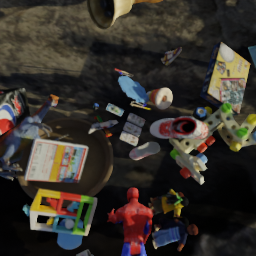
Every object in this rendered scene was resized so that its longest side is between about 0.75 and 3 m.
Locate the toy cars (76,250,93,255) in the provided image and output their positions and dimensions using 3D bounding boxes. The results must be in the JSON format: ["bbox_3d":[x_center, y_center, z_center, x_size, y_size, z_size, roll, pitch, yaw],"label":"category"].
[{"bbox_3d":[-1.105,3.766,6.313,0.835,0.412,1.862,8,80,29],"label":"toy cars"}]

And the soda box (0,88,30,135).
[{"bbox_3d":[-3.574,-0.330,7.051,1.049,2.965,0.939,-3,106,5],"label":"soda box"}]

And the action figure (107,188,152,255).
[{"bbox_3d":[0.045,2.939,6.576,0.962,1.459,2.947,5,70,-10],"label":"action figure"}]

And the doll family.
[{"bbox_3d":[1.047,2.066,6.528,1.009,0.685,1.746,-17,45,12],"label":"doll family"}]

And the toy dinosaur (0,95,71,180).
[{"bbox_3d":[-2.724,0.042,7.228,2.545,1.336,2.309,13,58,-11],"label":"toy dinosaur"}]

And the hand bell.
[{"bbox_3d":[0.242,-4.203,9.041,2.844,1.481,1.481,-25,67,-32],"label":"hand bell"}]

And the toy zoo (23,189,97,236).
[{"bbox_3d":[-1.666,2.035,6.724,1.640,0.168,1.076,13,110,-13],"label":"toy zoo"}]

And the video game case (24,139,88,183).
[{"bbox_3d":[-1.776,0.863,7.047,1.431,0.125,1.023,12,97,-37],"label":"video game case"}]

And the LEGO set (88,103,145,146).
[{"bbox_3d":[-0.399,-0.120,8.138,1.595,0.392,1.192,25,44,-3],"label":"LEGO set"}]

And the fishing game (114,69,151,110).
[{"bbox_3d":[0.141,-1.129,8.415,1.127,0.245,1.574,7,46,-43],"label":"fishing game"}]

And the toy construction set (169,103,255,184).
[{"bbox_3d":[2.229,0.365,7.693,2.824,1.301,1.852,-32,66,-25],"label":"toy construction set"}]

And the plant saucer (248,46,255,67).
[{"bbox_3d":[4.342,-2.379,9.459,0.318,0.086,0.911,-8,62,4],"label":"plant saucer"}]

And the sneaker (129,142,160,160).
[{"bbox_3d":[0.445,0.663,8.023,0.941,0.492,0.354,-14,79,-36],"label":"sneaker"}]

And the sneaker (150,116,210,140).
[{"bbox_3d":[1.133,-0.027,7.109,1.675,0.898,0.559,5,82,35],"label":"sneaker"}]

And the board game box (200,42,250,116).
[{"bbox_3d":[3.019,-1.505,8.622,1.308,0.334,1.931,29,67,-19],"label":"board game box"}]

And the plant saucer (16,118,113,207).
[{"bbox_3d":[-1.716,0.906,7.760,2.625,0.387,2.625,1,60,-2],"label":"plant saucer"}]

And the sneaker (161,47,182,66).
[{"bbox_3d":[1.402,-2.398,9.143,0.355,0.788,0.295,44,35,-1],"label":"sneaker"}]

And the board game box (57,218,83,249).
[{"bbox_3d":[-1.473,2.713,7.221,0.621,0.153,0.786,-2,61,5],"label":"board game box"}]

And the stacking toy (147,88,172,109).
[{"bbox_3d":[0.856,-0.968,8.538,0.649,0.649,0.888,-41,35,-16],"label":"stacking toy"}]
